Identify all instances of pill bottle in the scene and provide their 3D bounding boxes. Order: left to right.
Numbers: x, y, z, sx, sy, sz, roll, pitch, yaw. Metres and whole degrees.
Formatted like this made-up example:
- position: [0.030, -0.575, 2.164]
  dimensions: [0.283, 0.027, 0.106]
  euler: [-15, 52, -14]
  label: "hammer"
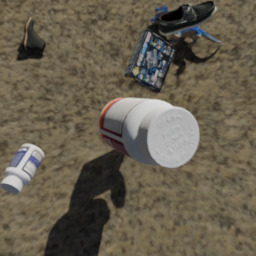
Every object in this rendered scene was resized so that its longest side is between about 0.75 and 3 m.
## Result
- position: [-2.561, 0.997, 6.771]
  dimensions: [0.627, 0.627, 1.129]
  euler: [17, 48, 4]
  label: "pill bottle"
- position: [0.399, 0.050, 7.313]
  dimensions: [1.619, 2.955, 1.619]
  euler: [-4, 99, -24]
  label: "pill bottle"

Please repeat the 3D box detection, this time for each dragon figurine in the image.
- position: [2.329, -4.025, 11.031]
  dimensions: [2.940, 0.865, 1.461]
  euler: [4, 76, 2]
  label: "dragon figurine"

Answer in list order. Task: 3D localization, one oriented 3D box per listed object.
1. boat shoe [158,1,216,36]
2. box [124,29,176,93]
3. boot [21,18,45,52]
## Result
- position: [1.582, -3.019, 7.493]
  dimensions: [1.629, 0.551, 0.585]
  euler: [-20, 57, 5]
  label: "boat shoe"
- position: [0.711, -2.047, 8.736]
  dimensions: [1.257, 0.364, 1.581]
  euler: [24, 84, -29]
  label: "box"
- position: [-3.665, -3.682, 11.197]
  dimensions: [0.890, 0.499, 1.287]
  euler: [9, 90, -2]
  label: "boot"
